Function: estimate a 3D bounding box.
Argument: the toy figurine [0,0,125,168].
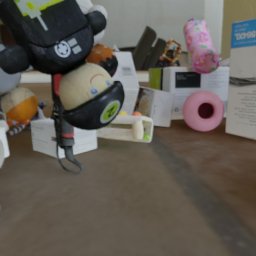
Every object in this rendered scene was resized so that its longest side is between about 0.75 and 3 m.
[{"bbox_3d":[-1.433,-0.781,3.929,2.750,1.913,2.707,-27,20,10],"label":"toy figurine"}]

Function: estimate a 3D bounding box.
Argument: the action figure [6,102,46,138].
[{"bbox_3d":[-2.929,-0.107,7.825,1.485,0.777,1.437,-29,-12,35],"label":"action figure"}]

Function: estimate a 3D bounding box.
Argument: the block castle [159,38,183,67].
[{"bbox_3d":[1.650,-2.889,10.768,0.625,0.935,0.439,28,-15,-7],"label":"block castle"}]

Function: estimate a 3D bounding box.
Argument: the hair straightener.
[{"bbox_3d":[-1.133,-0.262,5.137,0.477,2.334,0.898,-5,-22,-25],"label":"hair straightener"}]

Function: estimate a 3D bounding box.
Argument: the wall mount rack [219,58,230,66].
[{"bbox_3d":[3.488,-2.463,9.698,0.865,0.371,0.995,-25,15,12],"label":"wall mount rack"}]

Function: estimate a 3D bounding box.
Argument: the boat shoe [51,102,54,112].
[{"bbox_3d":[-1.233,-0.545,6.335,1.467,0.527,0.437,-12,25,28],"label":"boat shoe"}]

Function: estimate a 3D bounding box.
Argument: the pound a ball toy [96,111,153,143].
[{"bbox_3d":[-0.158,-0.071,6.073,1.526,0.648,0.995,3,-5,31],"label":"pound a ball toy"}]

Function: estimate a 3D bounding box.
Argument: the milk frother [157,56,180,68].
[{"bbox_3d":[2.296,-2.322,13.795,2.062,2.285,2.150,-2,12,-5],"label":"milk frother"}]

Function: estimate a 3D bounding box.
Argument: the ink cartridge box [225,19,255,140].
[{"bbox_3d":[3.642,-1.204,7.172,2.054,2.814,1.186,-5,12,-33],"label":"ink cartridge box"}]

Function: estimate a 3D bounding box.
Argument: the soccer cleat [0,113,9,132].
[{"bbox_3d":[-3.504,-0.146,6.798,0.997,0.891,2.571,-26,29,-21],"label":"soccer cleat"}]

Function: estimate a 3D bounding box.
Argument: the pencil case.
[{"bbox_3d":[2.375,-2.722,9.223,0.921,0.921,2.106,0,51,-1],"label":"pencil case"}]

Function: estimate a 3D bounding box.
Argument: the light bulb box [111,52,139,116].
[{"bbox_3d":[-0.408,-1.218,8.737,1.017,1.630,1.615,-2,55,-12],"label":"light bulb box"}]

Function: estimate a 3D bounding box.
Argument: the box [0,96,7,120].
[{"bbox_3d":[-3.541,-0.673,7.483,0.940,0.956,0.592,42,57,7],"label":"box"}]

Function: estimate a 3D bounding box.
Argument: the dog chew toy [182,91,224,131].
[{"bbox_3d":[2.099,-0.480,8.169,1.120,1.120,1.798,1,2,5],"label":"dog chew toy"}]

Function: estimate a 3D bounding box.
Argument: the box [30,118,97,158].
[{"bbox_3d":[-1.369,0.147,5.989,1.015,0.667,1.021,8,15,44],"label":"box"}]

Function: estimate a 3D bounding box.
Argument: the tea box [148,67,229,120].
[{"bbox_3d":[2.369,-1.411,10.648,2.675,1.787,2.631,-2,12,-11],"label":"tea box"}]

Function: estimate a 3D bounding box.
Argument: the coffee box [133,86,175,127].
[{"bbox_3d":[0.692,-0.745,8.969,0.723,1.037,1.814,5,12,-21],"label":"coffee box"}]

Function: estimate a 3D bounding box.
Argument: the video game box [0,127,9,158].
[{"bbox_3d":[-3.509,0.465,4.122,2.266,0.582,2.487,5,20,35],"label":"video game box"}]
